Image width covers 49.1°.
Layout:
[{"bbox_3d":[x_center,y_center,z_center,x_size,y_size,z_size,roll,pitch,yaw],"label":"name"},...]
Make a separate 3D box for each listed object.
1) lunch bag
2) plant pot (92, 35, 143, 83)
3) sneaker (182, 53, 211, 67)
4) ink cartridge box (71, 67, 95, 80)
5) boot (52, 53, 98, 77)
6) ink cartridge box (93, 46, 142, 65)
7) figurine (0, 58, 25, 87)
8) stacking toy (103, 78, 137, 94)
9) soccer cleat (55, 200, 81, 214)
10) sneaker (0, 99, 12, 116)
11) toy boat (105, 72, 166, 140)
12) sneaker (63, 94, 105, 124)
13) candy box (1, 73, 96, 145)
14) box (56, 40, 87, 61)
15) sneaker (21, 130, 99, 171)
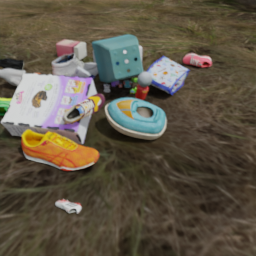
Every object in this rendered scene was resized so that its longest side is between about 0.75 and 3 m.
[{"bbox_3d":[1.819,-2.471,13.830,1.629,1.187,1.916,30,42,16],"label":"lunch bag"},{"bbox_3d":[-0.396,-3.230,13.264,2.040,2.039,2.887,-14,19,-8],"label":"plant pot"},{"bbox_3d":[4.055,-3.906,16.384,1.760,0.649,0.763,4,36,-2],"label":"sneaker"},{"bbox_3d":[-2.276,-2.468,13.905,0.989,0.987,0.201,27,51,-21],"label":"ink cartridge box"},{"bbox_3d":[-2.694,-3.271,14.840,1.076,1.398,2.925,30,45,31],"label":"boot"},{"bbox_3d":[-0.585,-4.189,16.515,1.755,1.022,2.428,28,44,33],"label":"ink cartridge box"},{"bbox_3d":[-6.398,-2.977,14.288,1.999,0.882,2.049,11,31,-31],"label":"figurine"},{"bbox_3d":[-0.342,-2.300,14.422,1.821,0.428,1.373,4,36,4],"label":"stacking toy"},{"bbox_3d":[-1.763,2.311,8.154,0.786,0.270,0.335,9,33,4],"label":"soccer cleat"},{"bbox_3d":[-4.988,-0.882,12.241,2.297,0.851,0.960,-12,48,-7],"label":"sneaker"},{"bbox_3d":[0.406,-0.949,11.206,2.469,1.365,2.937,14,48,-1],"label":"toy boat"},{"bbox_3d":[-1.497,-0.650,9.704,1.657,0.621,0.747,-35,6,-9],"label":"sneaker"},{"bbox_3d":[-3.005,-0.817,11.063,2.973,1.063,2.493,6,61,8],"label":"candy box"},{"bbox_3d":[-3.566,-4.918,17.662,1.596,0.869,1.020,13,38,18],"label":"box"},{"bbox_3d":[-2.423,0.733,9.645,2.869,1.107,1.047,8,35,9],"label":"sneaker"}]
